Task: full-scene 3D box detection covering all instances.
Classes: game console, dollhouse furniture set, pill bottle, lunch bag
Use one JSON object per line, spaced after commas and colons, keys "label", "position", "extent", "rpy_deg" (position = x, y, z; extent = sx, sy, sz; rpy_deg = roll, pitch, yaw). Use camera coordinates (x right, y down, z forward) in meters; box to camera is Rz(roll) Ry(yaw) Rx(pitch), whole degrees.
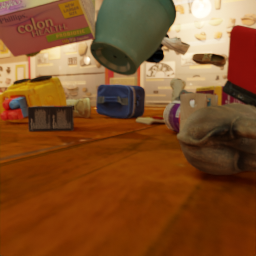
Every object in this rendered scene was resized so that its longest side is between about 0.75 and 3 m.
{"label": "game console", "position": [3.067, -0.831, 5.387], "extent": [1.975, 1.360, 2.291], "rpy_deg": [12, 22, -29]}
{"label": "dollhouse furniture set", "position": [1.910, -0.197, 5.640], "extent": [1.461, 1.024, 1.030], "rpy_deg": [3, 6, 30]}
{"label": "pill bottle", "position": [1.482, -0.282, 7.250], "extent": [0.880, 0.880, 1.566], "rpy_deg": [-1, 6, -14]}
{"label": "lunch bag", "position": [-0.383, -1.299, 13.783], "extent": [2.421, 1.645, 1.602], "rpy_deg": [7, 9, 39]}

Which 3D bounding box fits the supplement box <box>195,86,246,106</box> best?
{"label": "supplement box", "position": [3.564, -0.650, 8.781], "extent": [2.535, 1.308, 1.659], "rpy_deg": [0, 6, -4]}

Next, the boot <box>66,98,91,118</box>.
{"label": "boot", "position": [-3.130, -1.011, 14.219], "extent": [2.096, 0.981, 2.696], "rpy_deg": [-2, 5, -26]}

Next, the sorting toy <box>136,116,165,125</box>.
{"label": "sorting toy", "position": [1.175, -0.364, 11.142], "extent": [1.619, 0.291, 2.173], "rpy_deg": [-2, 6, -19]}

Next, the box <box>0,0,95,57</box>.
{"label": "box", "position": [-1.991, -3.212, 6.976], "extent": [2.137, 2.430, 1.175], "rpy_deg": [-10, -34, 9]}

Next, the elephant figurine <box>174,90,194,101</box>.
{"label": "elephant figurine", "position": [3.034, -0.873, 12.154], "extent": [1.977, 1.399, 1.534], "rpy_deg": [14, 26, -32]}

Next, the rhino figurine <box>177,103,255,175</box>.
{"label": "rhino figurine", "position": [1.622, 0.089, 3.828], "extent": [1.223, 0.836, 2.798], "rpy_deg": [3, 5, 33]}

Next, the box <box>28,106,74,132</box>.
{"label": "box", "position": [-2.278, -0.312, 8.459], "extent": [1.237, 0.707, 1.358], "rpy_deg": [-2, 6, -11]}

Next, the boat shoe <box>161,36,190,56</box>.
{"label": "boat shoe", "position": [1.802, -3.269, 10.753], "extent": [1.568, 0.524, 0.577], "rpy_deg": [4, 42, -47]}

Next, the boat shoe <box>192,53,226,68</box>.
{"label": "boat shoe", "position": [2.615, -2.259, 9.021], "extent": [1.086, 0.411, 0.401], "rpy_deg": [12, -11, 17]}

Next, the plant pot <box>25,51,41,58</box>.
{"label": "plant pot", "position": [-3.820, -3.385, 10.320], "extent": [1.460, 1.342, 1.460], "rpy_deg": [-44, 0, 0]}

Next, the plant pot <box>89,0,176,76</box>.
{"label": "plant pot", "position": [-0.027, -2.562, 7.498], "extent": [2.056, 1.932, 2.056], "rpy_deg": [24, -15, 7]}

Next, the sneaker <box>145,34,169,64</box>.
{"label": "sneaker", "position": [1.233, -3.432, 12.280], "extent": [2.714, 0.991, 1.518], "rpy_deg": [-25, 54, -37]}

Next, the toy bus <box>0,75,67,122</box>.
{"label": "toy bus", "position": [-4.234, -0.941, 11.232], "extent": [2.661, 1.806, 2.555], "rpy_deg": [0, 21, 27]}

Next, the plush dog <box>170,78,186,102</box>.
{"label": "plush dog", "position": [3.241, -1.308, 15.651], "extent": [2.529, 2.029, 2.173], "rpy_deg": [35, 6, 25]}
